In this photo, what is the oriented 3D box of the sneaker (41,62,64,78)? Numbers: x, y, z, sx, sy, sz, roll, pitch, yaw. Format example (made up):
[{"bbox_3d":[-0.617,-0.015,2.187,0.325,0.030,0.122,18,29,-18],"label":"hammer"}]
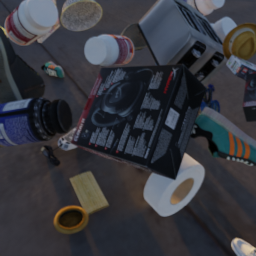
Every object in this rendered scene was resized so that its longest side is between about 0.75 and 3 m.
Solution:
[{"bbox_3d":[-3.713,-2.768,13.756,0.646,0.577,1.616,-30,42,-27],"label":"sneaker"}]

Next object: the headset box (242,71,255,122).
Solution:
[{"bbox_3d":[2.994,-0.678,5.901,0.969,0.503,1.303,-4,45,34],"label":"headset box"}]

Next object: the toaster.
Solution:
[{"bbox_3d":[1.723,-2.780,8.935,2.319,1.522,2.564,9,50,-43],"label":"toaster"}]

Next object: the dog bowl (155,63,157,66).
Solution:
[{"bbox_3d":[1.609,-2.079,10.417,0.436,0.981,1.760,-31,58,-2],"label":"dog bowl"}]

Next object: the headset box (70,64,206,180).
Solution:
[{"bbox_3d":[0.033,-0.237,6.046,2.665,1.029,1.983,9,74,47],"label":"headset box"}]

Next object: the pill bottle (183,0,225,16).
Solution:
[{"bbox_3d":[2.662,-4.826,10.828,1.095,1.095,1.892,-31,20,-33],"label":"pill bottle"}]

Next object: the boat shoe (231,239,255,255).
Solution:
[{"bbox_3d":[3.017,3.018,6.553,0.457,0.406,1.242,-29,47,-32],"label":"boat shoe"}]

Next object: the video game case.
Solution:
[{"bbox_3d":[-3.126,-4.377,10.454,0.176,1.948,1.395,18,53,12],"label":"video game case"}]

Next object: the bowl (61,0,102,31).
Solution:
[{"bbox_3d":[-1.940,-4.694,11.076,1.675,1.675,0.786,-15,74,-18],"label":"bowl"}]

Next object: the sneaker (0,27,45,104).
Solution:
[{"bbox_3d":[-3.444,-1.842,8.243,1.042,2.787,1.481,2,32,18],"label":"sneaker"}]

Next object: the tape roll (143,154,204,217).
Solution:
[{"bbox_3d":[1.237,1.513,7.428,1.704,1.704,0.596,-26,45,-28],"label":"tape roll"}]

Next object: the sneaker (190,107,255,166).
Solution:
[{"bbox_3d":[2.371,0.456,6.489,2.119,0.846,0.756,36,1,-4],"label":"sneaker"}]

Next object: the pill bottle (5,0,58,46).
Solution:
[{"bbox_3d":[-2.942,-3.231,8.488,1.048,1.048,1.835,-35,21,-36],"label":"pill bottle"}]

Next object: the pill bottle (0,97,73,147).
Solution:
[{"bbox_3d":[-2.633,-0.175,7.490,2.104,1.177,1.177,-7,37,13],"label":"pill bottle"}]

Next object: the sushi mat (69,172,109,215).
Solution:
[{"bbox_3d":[-1.171,1.876,8.243,0.706,0.089,1.476,-18,42,-20],"label":"sushi mat"}]

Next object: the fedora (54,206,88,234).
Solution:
[{"bbox_3d":[-1.478,2.461,7.292,0.890,0.363,0.890,4,36,-3],"label":"fedora"}]

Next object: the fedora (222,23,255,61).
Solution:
[{"bbox_3d":[3.035,-2.152,7.329,1.095,1.095,0.447,-1,38,-1],"label":"fedora"}]

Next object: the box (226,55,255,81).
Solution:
[{"bbox_3d":[3.414,-1.257,7.082,1.727,0.300,0.951,22,29,-8],"label":"box"}]

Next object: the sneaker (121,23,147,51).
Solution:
[{"bbox_3d":[0.364,-3.491,11.338,1.032,1.466,2.760,49,50,-3],"label":"sneaker"}]

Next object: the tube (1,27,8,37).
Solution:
[{"bbox_3d":[-4.255,-3.253,9.136,0.834,0.242,0.216,35,15,10],"label":"tube"}]

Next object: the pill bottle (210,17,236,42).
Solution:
[{"bbox_3d":[2.902,-3.087,10.557,1.265,1.265,2.310,-38,10,-38],"label":"pill bottle"}]

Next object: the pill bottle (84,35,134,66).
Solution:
[{"bbox_3d":[-0.451,-1.939,7.031,0.748,0.748,1.365,19,22,22],"label":"pill bottle"}]

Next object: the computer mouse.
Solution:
[{"bbox_3d":[-2.027,0.556,9.690,1.866,0.409,1.023,-34,45,-28],"label":"computer mouse"}]

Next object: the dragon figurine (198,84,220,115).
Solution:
[{"bbox_3d":[2.410,-0.489,8.297,0.538,0.909,1.829,-6,51,9],"label":"dragon figurine"}]
